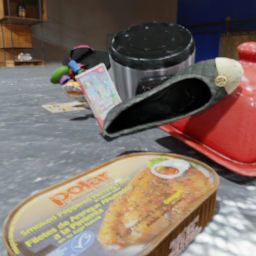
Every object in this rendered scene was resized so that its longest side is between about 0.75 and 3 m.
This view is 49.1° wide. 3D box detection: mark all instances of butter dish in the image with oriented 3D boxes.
[{"bbox_3d":[2.376,-0.627,5.774,2.925,2.168,2.933,-10,26,-28],"label":"butter dish"}]

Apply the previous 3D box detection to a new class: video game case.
[{"bbox_3d":[-0.603,-0.721,6.888,0.133,1.519,1.086,-15,18,36],"label":"video game case"}]

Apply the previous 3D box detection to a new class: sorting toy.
[{"bbox_3d":[-1.635,-1.517,8.284,0.539,0.789,1.313,48,40,6],"label":"sorting toy"}]

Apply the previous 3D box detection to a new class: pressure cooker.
[{"bbox_3d":[0.779,-1.446,8.438,2.433,2.766,2.471,31,55,32],"label":"pressure cooker"}]

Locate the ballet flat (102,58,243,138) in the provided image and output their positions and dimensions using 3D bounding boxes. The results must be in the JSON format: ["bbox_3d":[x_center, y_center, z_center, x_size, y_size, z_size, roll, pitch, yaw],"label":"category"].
[{"bbox_3d":[0.725,-0.390,4.873,2.596,0.863,0.738,-25,17,20],"label":"ballet flat"}]

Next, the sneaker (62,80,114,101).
[{"bbox_3d":[-1.130,-1.503,10.238,2.563,1.003,0.990,11,46,20],"label":"sneaker"}]

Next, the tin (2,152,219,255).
[{"bbox_3d":[-0.016,0.980,3.441,1.636,0.612,2.922,17,22,37],"label":"tin"}]

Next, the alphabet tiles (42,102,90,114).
[{"bbox_3d":[-2.262,-0.821,10.962,1.845,0.070,1.542,-10,18,-30],"label":"alphabet tiles"}]

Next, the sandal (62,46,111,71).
[{"bbox_3d":[-1.638,-2.580,10.256,2.790,1.048,0.629,16,-5,44],"label":"sandal"}]
